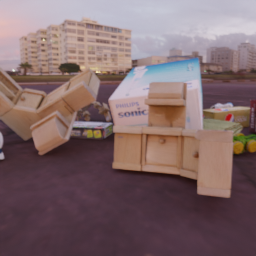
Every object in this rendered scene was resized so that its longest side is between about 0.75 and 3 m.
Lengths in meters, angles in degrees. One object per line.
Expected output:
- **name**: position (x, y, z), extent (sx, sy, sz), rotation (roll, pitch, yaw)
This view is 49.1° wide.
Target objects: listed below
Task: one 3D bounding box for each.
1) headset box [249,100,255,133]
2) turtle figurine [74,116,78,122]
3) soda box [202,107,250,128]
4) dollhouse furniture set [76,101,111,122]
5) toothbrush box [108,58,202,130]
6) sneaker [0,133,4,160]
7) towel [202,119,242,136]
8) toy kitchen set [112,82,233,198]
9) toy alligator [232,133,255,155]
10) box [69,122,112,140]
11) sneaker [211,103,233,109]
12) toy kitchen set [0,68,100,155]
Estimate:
- **headset box**: position (4.440, -0.253, 7.070), extent (1.946, 1.010, 2.615), rotation (1, 6, 2)
- **turtle figurine**: position (-2.445, -0.315, 8.710), extent (1.636, 0.653, 2.028), rotation (4, -4, -21)
- **soda box**: position (3.156, -0.302, 8.890), extent (1.894, 0.606, 0.641), rotation (-7, 13, -30)
- **dollhouse furniture set**: position (-1.470, -0.497, 9.527), extent (0.910, 0.777, 1.756), rotation (-34, -29, 27)
- **toothbrush box**: position (0.920, -0.857, 7.597), extent (2.088, 1.216, 2.852), rotation (-6, 24, 16)
- **sneaker**: position (-3.222, 0.090, 6.044), extent (0.862, 0.909, 2.257), rotation (-11, 14, -40)
- **towel**: position (1.855, 0.034, 7.672), extent (2.197, 0.401, 1.630), rotation (9, 15, 35)
- **toy kitchen set**: position (0.527, -0.025, 4.139), extent (1.883, 1.536, 1.699), rotation (2, 0, 18)
- **toy alligator**: position (2.509, 0.356, 5.957), extent (1.539, 0.370, 0.510), rotation (-1, 23, -21)
- **box**: position (-1.394, 0.049, 7.841), extent (1.718, 0.298, 0.946), rotation (2, 11, 13)
- **sneaker**: position (4.153, -0.840, 12.438), extent (0.512, 0.443, 1.181), rotation (-12, 6, -24)
- **toy kitchen set**: position (-2.109, -0.726, 5.971), extent (2.208, 1.992, 1.801), rotation (-27, 33, 21)
